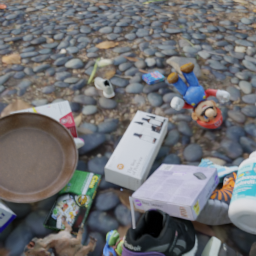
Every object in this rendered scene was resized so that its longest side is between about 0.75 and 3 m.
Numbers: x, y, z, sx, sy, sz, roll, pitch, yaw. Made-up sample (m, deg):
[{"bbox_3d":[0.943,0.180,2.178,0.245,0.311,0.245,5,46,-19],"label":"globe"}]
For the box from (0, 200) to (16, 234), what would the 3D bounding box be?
[{"bbox_3d":[-4.333,1.807,7.022,2.017,2.193,1.151,30,71,29],"label":"box"}]

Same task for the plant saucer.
[{"bbox_3d":[-3.025,0.866,8.440,2.942,0.538,2.942,10,58,-15],"label":"plant saucer"}]

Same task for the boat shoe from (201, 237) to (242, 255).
[{"bbox_3d":[1.726,3.784,5.863,0.868,1.028,2.883,26,55,12],"label":"boat shoe"}]

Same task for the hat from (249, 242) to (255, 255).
[{"bbox_3d":[3.323,3.218,6.278,0.977,2.423,2.423,-20,20,49],"label":"hat"}]

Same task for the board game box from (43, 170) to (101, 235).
[{"bbox_3d":[-1.581,2.120,8.272,1.044,0.234,1.993,8,43,12],"label":"board game box"}]

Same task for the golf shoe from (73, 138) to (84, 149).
[{"bbox_3d":[-2.172,0.874,9.425,1.609,0.606,0.736,-22,64,-24],"label":"golf shoe"}]

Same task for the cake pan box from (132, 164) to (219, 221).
[{"bbox_3d":[1.274,1.648,7.649,1.887,0.494,1.738,-2,22,38],"label":"cake pan box"}]

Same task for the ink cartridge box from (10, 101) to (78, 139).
[{"bbox_3d":[-3.028,-0.003,10.081,2.131,0.882,1.553,-14,45,-15],"label":"ink cartridge box"}]

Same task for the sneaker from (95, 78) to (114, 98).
[{"bbox_3d":[-1.042,-1.953,12.361,0.547,0.664,1.444,-22,47,-23],"label":"sneaker"}]

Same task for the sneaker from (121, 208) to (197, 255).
[{"bbox_3d":[0.861,2.349,6.283,1.117,1.292,2.950,7,9,29],"label":"sneaker"}]

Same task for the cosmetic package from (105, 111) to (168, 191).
[{"bbox_3d":[0.363,0.661,9.473,1.216,0.746,2.945,14,45,16],"label":"cosmetic package"}]

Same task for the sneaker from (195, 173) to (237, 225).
[{"bbox_3d":[2.679,1.981,8.049,2.447,0.949,1.371,8,38,-6],"label":"sneaker"}]

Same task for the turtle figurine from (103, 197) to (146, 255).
[{"bbox_3d":[0.486,2.701,6.775,1.844,1.369,1.902,31,61,20],"label":"turtle figurine"}]

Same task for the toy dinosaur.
[{"bbox_3d":[-1.491,3.039,6.754,1.939,0.832,1.314,44,63,-11],"label":"toy dinosaur"}]

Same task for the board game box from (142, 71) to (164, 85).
[{"bbox_3d":[1.180,-2.348,13.136,0.836,0.188,0.636,-21,47,-21],"label":"board game box"}]

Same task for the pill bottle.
[{"bbox_3d":[3.308,1.548,7.122,1.129,1.129,2.038,17,48,18],"label":"pill bottle"}]

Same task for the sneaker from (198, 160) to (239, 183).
[{"bbox_3d":[2.829,1.289,8.949,1.362,0.542,0.889,-12,45,-14],"label":"sneaker"}]

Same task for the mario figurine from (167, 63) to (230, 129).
[{"bbox_3d":[2.610,-1.040,10.170,2.613,1.613,1.385,51,45,-13],"label":"mario figurine"}]
